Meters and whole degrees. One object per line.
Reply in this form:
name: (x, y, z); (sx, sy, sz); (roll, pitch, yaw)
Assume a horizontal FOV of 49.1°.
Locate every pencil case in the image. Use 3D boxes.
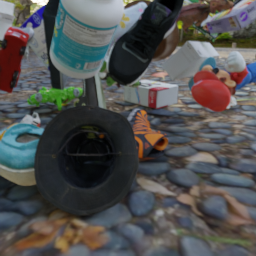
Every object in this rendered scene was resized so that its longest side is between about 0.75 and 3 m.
pencil case: (-0.318, -3.251, 9.217); (2.352, 0.978, 1.067); (-27, -7, -15)

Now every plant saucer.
plant saucer: (0.721, -3.992, 12.154); (2.942, 2.942, 0.538); (9, 52, 23)

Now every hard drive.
hard drive: (-1.839, -2.602, 7.792); (0.438, 2.661, 1.857); (10, 59, -4)

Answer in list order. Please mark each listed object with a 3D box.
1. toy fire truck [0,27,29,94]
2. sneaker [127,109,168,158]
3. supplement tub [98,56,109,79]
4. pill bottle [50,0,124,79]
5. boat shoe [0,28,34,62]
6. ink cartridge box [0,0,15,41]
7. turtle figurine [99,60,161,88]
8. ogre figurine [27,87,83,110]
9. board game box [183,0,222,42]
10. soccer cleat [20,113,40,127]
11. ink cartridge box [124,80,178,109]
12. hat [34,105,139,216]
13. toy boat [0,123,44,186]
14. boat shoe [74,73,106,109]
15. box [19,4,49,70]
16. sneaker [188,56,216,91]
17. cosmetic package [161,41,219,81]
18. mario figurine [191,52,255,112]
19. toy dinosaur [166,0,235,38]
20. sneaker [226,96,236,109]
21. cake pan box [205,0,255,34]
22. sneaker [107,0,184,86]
toy fire truck: (-3.230, -1.855, 7.800); (0.565, 2.317, 1.634); (17, 37, -22)
sneaker: (0.557, 0.241, 8.440); (1.371, 0.949, 2.447); (9, 32, 13)
supplement tub: (-0.778, -4.297, 19.528); (2.531, 1.551, 1.551); (-13, 24, -31)
pill bottle: (-0.777, -1.971, 5.290); (1.129, 2.038, 1.129); (13, 53, -18)
boat shoe: (-3.362, -2.365, 8.695); (1.692, 0.721, 0.625); (-34, 50, 20)
ink cartridge box: (-4.404, -3.402, 8.648); (1.178, 1.148, 1.833); (-1, 20, -43)
turtle figurine: (-0.059, -2.160, 10.397); (1.902, 1.369, 1.844); (1, 9, 35)
ogre figurine: (-3.089, -1.415, 12.388); (2.580, 1.266, 1.547); (10, -1, -16)
board game box: (2.659, -4.045, 10.168); (1.993, 0.234, 1.044); (42, 71, 13)
soccer cleat: (-3.550, -0.137, 9.702); (0.455, 0.565, 1.327); (8, 21, 21)
ink cartridge box: (1.041, -1.639, 13.291); (1.553, 0.882, 2.131); (-19, 27, -41)
hat: (-0.874, 0.740, 6.185); (2.423, 0.977, 2.423); (0, 63, 1)
toy boat: (-2.157, 0.268, 7.416); (2.513, 1.389, 2.990); (18, 27, 41)
boat shoe: (-0.975, -0.319, 7.267); (0.868, 2.883, 1.028); (-11, -12, 0)
box: (-2.849, -3.443, 10.846); (2.017, 2.193, 1.151); (-4, 40, 52)
sneaker: (2.402, -1.750, 9.378); (0.542, 1.362, 0.889); (18, 15, -12)
cosmetic package: (2.355, -2.491, 10.245); (0.746, 1.216, 2.945); (53, 31, 7)
mario figurine: (2.651, -1.483, 7.492); (2.613, 1.613, 1.385); (-26, 42, -28)
toy dinosaur: (1.912, -3.367, 8.117); (1.939, 0.832, 1.314); (-24, 6, 5)
sneaker: (4.585, -1.306, 12.723); (0.547, 0.664, 1.444); (14, 24, 32)
cake pan box: (3.350, -3.408, 8.015); (1.738, 0.494, 1.887); (-33, 17, 1)
sneaker: (0.440, -2.431, 6.994); (1.117, 2.950, 1.292); (32, -22, -2)
